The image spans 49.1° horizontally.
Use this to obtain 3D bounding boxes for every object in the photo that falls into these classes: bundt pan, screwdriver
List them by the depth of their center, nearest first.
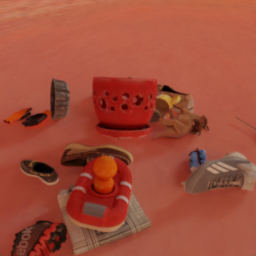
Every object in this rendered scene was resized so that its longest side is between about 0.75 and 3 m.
[{"bbox_3d":[5.076,0.016,11.274,0.273,0.262,1.880,16,19,-37],"label":"screwdriver"},{"bbox_3d":[-2.884,-1.203,11.876,0.669,1.783,1.783,-1,31,-21],"label":"bundt pan"}]

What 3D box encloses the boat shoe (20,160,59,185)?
[{"bbox_3d":[-2.898,1.310,9.055,1.587,0.478,0.566,18,37,26],"label":"boat shoe"}]

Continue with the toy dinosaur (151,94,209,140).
[{"bbox_3d":[2.134,-0.083,10.852,2.477,1.063,1.679,-39,86,-20],"label":"toy dinosaur"}]

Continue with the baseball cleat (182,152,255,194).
[{"bbox_3d":[2.935,1.478,8.411,2.612,0.911,1.390,-22,39,-29],"label":"baseball cleat"}]

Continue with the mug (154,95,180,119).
[{"bbox_3d":[1.594,-0.970,12.203,1.246,0.998,1.023,12,26,19],"label":"mug"}]

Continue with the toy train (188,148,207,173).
[{"bbox_3d":[2.352,1.089,9.459,0.584,0.443,1.023,-1,33,9],"label":"toy train"}]

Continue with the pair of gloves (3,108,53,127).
[{"bbox_3d":[-4.263,-0.463,11.979,1.663,0.206,1.481,11,33,23],"label":"pair of gloves"}]

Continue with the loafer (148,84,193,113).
[{"bbox_3d":[1.904,-1.620,13.140,1.062,0.929,2.955,-23,40,-31],"label":"loafer"}]

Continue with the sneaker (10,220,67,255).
[{"bbox_3d":[-2.353,2.900,6.411,0.992,0.718,2.030,13,36,26],"label":"sneaker"}]

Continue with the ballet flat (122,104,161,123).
[{"bbox_3d":[0.250,-0.767,11.948,2.509,0.845,0.582,11,54,25],"label":"ballet flat"}]

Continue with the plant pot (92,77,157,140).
[{"bbox_3d":[-0.135,-0.807,10.401,2.373,2.161,2.373,1,12,0],"label":"plant pot"}]

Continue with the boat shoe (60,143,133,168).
[{"bbox_3d":[-1.079,1.084,9.174,2.420,0.873,0.871,7,44,13],"label":"boat shoe"}]

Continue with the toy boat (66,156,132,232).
[{"bbox_3d":[-0.638,1.404,7.300,1.516,1.518,2.323,11,26,3],"label":"toy boat"}]

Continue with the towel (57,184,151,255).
[{"bbox_3d":[-0.747,2.191,7.792,2.150,0.386,2.233,-13,35,-19],"label":"towel"}]
